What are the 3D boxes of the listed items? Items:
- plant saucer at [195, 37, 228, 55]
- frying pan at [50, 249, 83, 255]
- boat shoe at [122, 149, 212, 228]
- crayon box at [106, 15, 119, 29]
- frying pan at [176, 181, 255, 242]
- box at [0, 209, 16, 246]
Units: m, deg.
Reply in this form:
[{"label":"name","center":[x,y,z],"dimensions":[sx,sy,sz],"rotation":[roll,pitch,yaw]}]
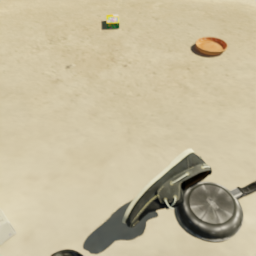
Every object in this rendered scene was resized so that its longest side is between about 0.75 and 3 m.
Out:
[{"label":"plant saucer","center":[3.962,-3.893,13.372],"dimensions":[1.502,0.281,1.502],"rotation":[0,43,0]},{"label":"frying pan","center":[-1.018,3.145,6.101],"dimensions":[1.865,0.304,1.128],"rotation":[-9,46,-12]},{"label":"boat shoe","center":[0.881,1.469,6.375],"dimensions":[2.365,0.849,0.800],"rotation":[-38,62,-14]},{"label":"crayon box","center":[-0.846,-5.800,15.292],"dimensions":[0.685,0.336,1.152],"rotation":[-3,44,-3]},{"label":"frying pan","center":[2.663,2.006,7.234],"dimensions":[2.801,0.456,1.695],"rotation":[-5,45,-1]},{"label":"box","center":[-3.707,2.028,6.954],"dimensions":[0.845,0.703,2.057],"rotation":[-34,54,-30]}]
